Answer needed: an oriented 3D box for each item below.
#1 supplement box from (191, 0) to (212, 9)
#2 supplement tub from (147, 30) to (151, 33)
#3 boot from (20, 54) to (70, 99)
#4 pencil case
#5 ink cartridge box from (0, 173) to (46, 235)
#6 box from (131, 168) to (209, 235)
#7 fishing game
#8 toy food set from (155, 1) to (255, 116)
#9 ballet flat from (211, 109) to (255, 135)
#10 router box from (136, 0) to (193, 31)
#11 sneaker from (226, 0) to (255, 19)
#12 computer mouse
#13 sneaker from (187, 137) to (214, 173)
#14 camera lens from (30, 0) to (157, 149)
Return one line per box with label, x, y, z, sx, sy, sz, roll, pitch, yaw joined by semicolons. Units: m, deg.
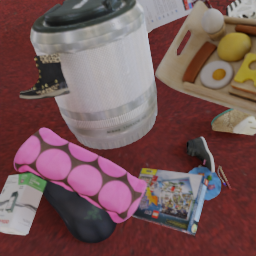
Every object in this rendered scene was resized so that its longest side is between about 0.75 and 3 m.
supplement box;2.245;-3.003;7.768;0.411;1.350;0.735;-27;21;26
supplement tub;0.355;-5.045;11.155;1.718;1.718;2.370;4;56;3
boot;-1.350;-0.787;4.377;0.856;0.645;0.313;-4;11;21
pencil case;-0.835;0.868;5.015;2.224;1.042;1.009;30;41;0
ink cartridge box;-2.329;1.595;5.905;0.834;0.480;1.143;-12;51;33
box;0.688;1.292;5.178;1.415;0.267;0.966;0;61;46
fishing game;2.072;1.466;7.621;1.344;0.209;0.962;-13;59;-9
toy food set;1.988;-1.409;5.146;2.645;0.799;1.898;27;85;40
ballet flat;3.820;-0.310;8.403;2.677;0.944;0.874;-21;58;-12
router box;0.514;-4.569;8.543;2.639;2.940;0.718;-21;20;3
sneaker;2.896;-2.229;6.011;1.213;0.795;2.108;-32;46;2
computer mouse;-1.503;1.654;7.140;2.899;0.764;2.007;38;63;23
sneaker;2.017;0.796;7.969;0.591;0.422;1.192;-10;51;-4
camera lens;-0.581;-1.200;5.865;2.176;2.720;2.176;-9;36;7
